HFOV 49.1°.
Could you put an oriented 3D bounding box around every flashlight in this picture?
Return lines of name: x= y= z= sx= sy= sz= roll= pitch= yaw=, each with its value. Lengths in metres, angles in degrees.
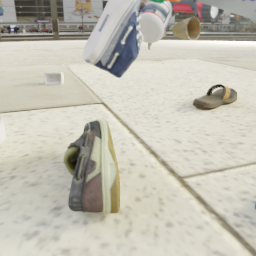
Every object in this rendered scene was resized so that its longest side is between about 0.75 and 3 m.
flashlight: x=2.129 y=-4.206 z=9.946 sx=0.820 sy=0.823 sz=2.422 roll=-47 pitch=43 yaw=-17

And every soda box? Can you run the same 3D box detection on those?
soda box: x=2.091 y=-2.311 z=4.203 sx=2.922 sy=0.927 sz=0.997 roll=-11 pitch=-3 yaw=-42

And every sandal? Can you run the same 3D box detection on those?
sandal: x=3.534 y=-1.360 z=11.219 sx=2.676 sy=0.730 sz=1.094 roll=-18 pitch=28 yaw=-38

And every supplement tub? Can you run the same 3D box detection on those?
supplement tub: x=0.895 y=-3.819 z=9.839 sx=1.079 sy=1.079 sz=1.538 roll=8 pitch=50 yaw=20

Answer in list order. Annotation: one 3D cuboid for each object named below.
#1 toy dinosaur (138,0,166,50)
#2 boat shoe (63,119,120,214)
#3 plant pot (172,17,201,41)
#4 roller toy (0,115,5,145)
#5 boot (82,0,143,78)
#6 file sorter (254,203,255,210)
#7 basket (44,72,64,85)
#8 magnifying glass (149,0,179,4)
toy dinosaur: x=0.698 y=-4.325 z=11.277 sx=1.519 sy=2.241 sz=0.962 roll=9 pitch=20 yaw=28
boat shoe: x=-0.824 y=0.597 z=5.755 sx=0.983 sy=1.069 sz=2.991 roll=0 pitch=25 yaw=-13
plant pot: x=2.021 y=-3.519 z=10.021 sx=0.779 sy=0.779 sz=0.832 roll=-16 pitch=22 yaw=-35
roller toy: x=-4.308 y=-0.197 z=7.176 sx=2.149 sy=1.502 sz=1.961 roll=6 pitch=22 yaw=15
boot: x=-0.041 y=-2.705 z=7.404 sx=1.222 sy=2.704 sz=0.984 roll=24 pitch=20 yaw=-35
file sorter: x=3.793 y=0.913 z=4.051 sx=1.945 sy=1.719 sz=2.803 roll=-14 pitch=26 yaw=-30
basket: x=-3.833 y=-2.608 z=14.621 sx=0.919 sy=0.623 sz=0.567 roll=1 pitch=17 yaw=4
magnifying glass: x=1.012 y=-3.838 z=8.281 sx=0.546 sy=0.154 sz=1.371 roll=12 pitch=16 yaw=-38
